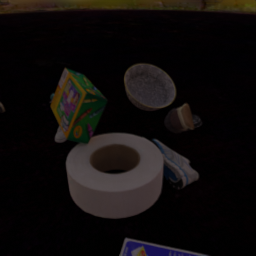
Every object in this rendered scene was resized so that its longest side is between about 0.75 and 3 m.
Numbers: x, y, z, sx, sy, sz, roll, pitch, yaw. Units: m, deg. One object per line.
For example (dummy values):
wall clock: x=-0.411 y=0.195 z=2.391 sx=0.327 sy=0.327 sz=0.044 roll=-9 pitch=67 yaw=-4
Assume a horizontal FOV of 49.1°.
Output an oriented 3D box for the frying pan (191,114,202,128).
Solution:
frying pan: x=2.904 y=-0.504 z=12.755 sx=1.043 sy=0.281 sz=1.725 roll=14 pitch=36 yaw=22

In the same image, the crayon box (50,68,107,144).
crayon box: x=-1.822 y=-0.840 z=9.721 sx=0.800 sy=1.630 sz=2.745 roll=15 pitch=19 yaw=-33

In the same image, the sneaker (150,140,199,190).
sneaker: x=1.493 y=1.151 z=9.464 sx=0.981 sy=0.849 sz=2.265 roll=-8 pitch=37 yaw=-27

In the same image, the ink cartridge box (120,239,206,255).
ink cartridge box: x=0.855 y=3.548 z=5.382 sx=2.589 sy=0.562 sz=2.565 roll=5 pitch=31 yaw=14

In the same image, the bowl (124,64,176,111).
bowl: x=0.860 y=-1.707 z=13.446 sx=2.558 sy=1.200 sz=2.558 roll=10 pitch=58 yaw=-16

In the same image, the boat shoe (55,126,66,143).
boat shoe: x=-2.682 y=0.088 z=11.484 sx=0.516 sy=0.458 sz=1.402 roll=0 pitch=30 yaw=1

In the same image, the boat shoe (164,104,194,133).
boat shoe: x=1.624 y=-0.264 z=8.915 sx=0.798 sy=0.885 sz=2.461 roll=-15 pitch=0 yaw=15

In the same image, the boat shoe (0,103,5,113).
boat shoe: x=-6.605 y=-0.955 z=13.109 sx=1.984 sy=0.714 sz=0.643 roll=13 pitch=38 yaw=28

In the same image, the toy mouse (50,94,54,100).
toy mouse: x=-3.619 y=-1.604 z=14.599 sx=1.372 sy=0.266 sz=1.220 roll=25 pitch=38 yaw=36

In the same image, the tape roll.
tape roll: x=-0.385 y=1.336 z=8.717 sx=2.981 sy=1.042 sz=2.981 roll=-1 pitch=29 yaw=0
